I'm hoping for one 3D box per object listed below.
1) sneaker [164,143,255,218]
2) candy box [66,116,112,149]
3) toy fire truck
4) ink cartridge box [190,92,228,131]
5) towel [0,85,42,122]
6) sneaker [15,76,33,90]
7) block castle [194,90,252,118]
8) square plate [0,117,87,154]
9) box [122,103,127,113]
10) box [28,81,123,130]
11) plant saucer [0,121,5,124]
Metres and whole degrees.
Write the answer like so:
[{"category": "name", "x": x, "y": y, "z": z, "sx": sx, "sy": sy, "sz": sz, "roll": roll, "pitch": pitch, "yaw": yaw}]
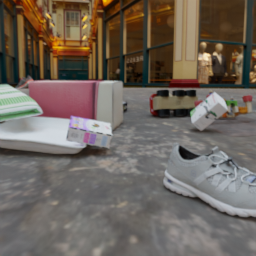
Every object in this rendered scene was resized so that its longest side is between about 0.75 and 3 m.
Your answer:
[{"category": "sneaker", "x": 1.236, "y": 0.638, "z": 3.735, "sx": 1.791, "sy": 0.734, "sz": 0.669, "roll": 8, "pitch": 13, "yaw": 39}, {"category": "candy box", "x": -0.858, "y": 0.086, "z": 6.229, "sx": 0.945, "sy": 0.338, "sz": 0.793, "roll": 11, "pitch": 18, "yaw": -10}, {"category": "toy fire truck", "x": 1.825, "y": -1.214, "z": 12.923, "sx": 2.039, "sy": 1.491, "sz": 2.317, "roll": -3, "pitch": -2, "yaw": -18}, {"category": "ink cartridge box", "x": 2.493, "y": -0.514, "z": 8.732, "sx": 0.438, "sy": 1.040, "sz": 0.759, "roll": 38, "pitch": 27, "yaw": -16}, {"category": "towel", "x": -4.022, "y": -0.692, "z": 7.905, "sx": 2.275, "sy": 0.349, "sz": 2.982, "roll": -16, "pitch": 27, "yaw": -37}, {"category": "sneaker", "x": -3.584, "y": -1.562, "z": 9.607, "sx": 0.770, "sy": 0.315, "sz": 0.297, "roll": -23, "pitch": 5, "yaw": 21}, {"category": "block castle", "x": 3.672, "y": -0.926, "z": 10.876, "sx": 1.934, "sy": 0.907, "sz": 1.293, "roll": -1, "pitch": -9, "yaw": -16}, {"category": "square plate", "x": -2.029, "y": 0.153, "z": 7.058, "sx": 2.501, "sy": 0.356, "sz": 2.477, "roll": 6, "pitch": 12, "yaw": 5}, {"category": "box", "x": -0.954, "y": -0.976, "z": 13.624, "sx": 1.566, "sy": 0.477, "sz": 1.943, "roll": 3, "pitch": 10, "yaw": 8}, {"category": "box", "x": -1.704, "y": -0.847, "z": 9.730, "sx": 2.848, "sy": 1.552, "sz": 1.821, "roll": 1, "pitch": 10, "yaw": 8}, {"category": "plant saucer", "x": -5.120, "y": -0.206, "z": 8.663, "sx": 2.499, "sy": 0.368, "sz": 2.499, "roll": 3, "pitch": 2, "yaw": 0}]
